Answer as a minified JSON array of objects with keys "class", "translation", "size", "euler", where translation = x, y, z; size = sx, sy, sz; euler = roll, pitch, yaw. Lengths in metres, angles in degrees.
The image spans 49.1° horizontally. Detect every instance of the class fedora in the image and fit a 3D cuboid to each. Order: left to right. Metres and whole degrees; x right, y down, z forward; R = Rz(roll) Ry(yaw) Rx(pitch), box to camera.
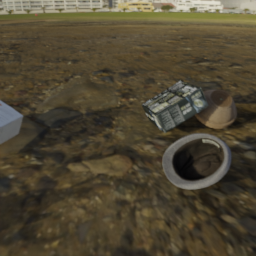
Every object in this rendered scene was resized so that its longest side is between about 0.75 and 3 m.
[{"class":"fedora","translation":[2.118,1.109,8.487],"size":[1.982,0.895,1.753],"euler":[-30,51,5]}]

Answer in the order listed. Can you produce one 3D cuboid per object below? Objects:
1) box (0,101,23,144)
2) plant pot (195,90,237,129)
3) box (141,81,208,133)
[{"class":"box","translation":[-5.029,-0.054,10.119],"size":[1.234,0.967,1.984],"euler":[33,32,8]},{"class":"plant pot","translation":[3.840,-1.001,12.086],"size":[1.938,0.895,1.938],"euler":[3,59,-4]},{"class":"box","translation":[1.870,-0.926,11.573],"size":[2.106,0.907,1.725],"euler":[-32,25,-6]}]
